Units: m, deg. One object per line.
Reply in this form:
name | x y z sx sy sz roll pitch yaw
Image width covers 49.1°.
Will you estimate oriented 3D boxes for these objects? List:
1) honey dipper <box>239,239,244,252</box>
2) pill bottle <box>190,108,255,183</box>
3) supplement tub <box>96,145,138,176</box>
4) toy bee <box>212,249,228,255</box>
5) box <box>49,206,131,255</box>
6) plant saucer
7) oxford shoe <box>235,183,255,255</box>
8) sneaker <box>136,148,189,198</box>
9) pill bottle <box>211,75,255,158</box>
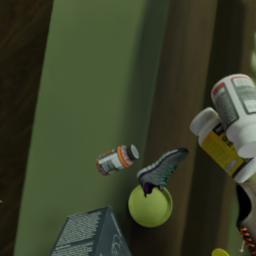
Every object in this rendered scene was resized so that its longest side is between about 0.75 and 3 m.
honey dipper | 3.116 3.053 7.582 0.172 0.172 0.907 0 118 0
pill bottle | 2.414 0.371 6.878 1.019 1.019 1.812 -39 63 -5
supplement tub | -0.252 0.756 6.726 0.977 0.522 0.522 -25 83 17
toy bee | 1.745 3.419 6.402 2.471 1.343 1.617 24 102 -35
box | -0.903 3.513 6.832 1.369 2.557 1.897 -17 105 11
plant saucer | 0.748 2.599 9.540 1.471 0.229 1.471 0 83 1
oxford shoe | 2.840 2.511 6.179 0.973 0.955 2.683 13 54 -6
sneaker | 1.044 1.273 7.792 1.787 0.665 0.782 -39 53 28
pill bottle | 2.492 -0.254 6.078 0.950 0.950 1.668 -8 56 -1
